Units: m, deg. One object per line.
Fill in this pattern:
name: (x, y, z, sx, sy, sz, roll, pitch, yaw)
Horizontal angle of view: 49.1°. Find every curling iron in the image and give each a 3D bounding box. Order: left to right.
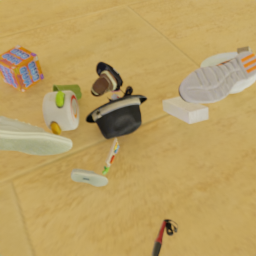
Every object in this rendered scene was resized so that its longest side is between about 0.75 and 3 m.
curling iron: (0.703, 2.401, 5.811, 0.378, 0.195, 1.524, 16, 25, 20)

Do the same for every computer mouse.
computer mouse: (-0.470, -1.296, 8.517, 1.447, 1.016, 0.333, 43, 43, 13)

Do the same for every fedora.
fedora: (-0.247, -0.228, 8.432, 2.039, 2.039, 0.931, -17, 83, -14)

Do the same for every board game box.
board game box: (-3.993, -2.190, 10.350, 1.083, 1.082, 1.082, 30, 56, 23)

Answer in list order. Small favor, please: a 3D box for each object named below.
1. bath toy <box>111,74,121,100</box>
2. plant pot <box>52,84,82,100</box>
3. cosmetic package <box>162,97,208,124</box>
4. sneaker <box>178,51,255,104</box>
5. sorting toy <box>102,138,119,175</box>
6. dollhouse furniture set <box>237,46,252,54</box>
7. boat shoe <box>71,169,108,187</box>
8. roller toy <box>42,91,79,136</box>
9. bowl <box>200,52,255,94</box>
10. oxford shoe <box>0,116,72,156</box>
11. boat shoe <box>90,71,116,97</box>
bath toy: (-0.381, -1.256, 8.737, 0.321, 0.378, 0.869, -4, 92, -17)
plant pot: (-2.075, -1.168, 9.707, 0.818, 0.861, 0.861, -18, 51, -28)
cosmetic package: (1.780, -0.589, 8.944, 0.683, 0.419, 1.655, -12, 21, -17)
sneaker: (2.155, -1.141, 7.273, 2.324, 1.302, 0.902, -22, 91, -17)
sorting toy: (-0.364, 0.655, 5.971, 0.117, 0.586, 0.793, 20, 73, 6)
dollhouse furniture set: (3.358, -1.863, 8.035, 0.693, 0.791, 0.525, -3, -1, 33)
boat shoe: (-1.053, 1.315, 7.674, 1.030, 0.359, 0.367, 15, 27, -18)
roller toy: (-2.102, -0.502, 8.710, 0.930, 1.331, 1.214, -5, 14, 4)
bowl: (3.586, -1.828, 9.771, 2.046, 0.920, 2.046, -9, 34, 6)
oxford shoe: (-2.832, 0.193, 7.630, 2.787, 1.048, 0.805, 11, 50, -33)
boat shoe: (-0.725, -1.101, 7.622, 0.538, 1.454, 0.537, -40, 94, -15)
